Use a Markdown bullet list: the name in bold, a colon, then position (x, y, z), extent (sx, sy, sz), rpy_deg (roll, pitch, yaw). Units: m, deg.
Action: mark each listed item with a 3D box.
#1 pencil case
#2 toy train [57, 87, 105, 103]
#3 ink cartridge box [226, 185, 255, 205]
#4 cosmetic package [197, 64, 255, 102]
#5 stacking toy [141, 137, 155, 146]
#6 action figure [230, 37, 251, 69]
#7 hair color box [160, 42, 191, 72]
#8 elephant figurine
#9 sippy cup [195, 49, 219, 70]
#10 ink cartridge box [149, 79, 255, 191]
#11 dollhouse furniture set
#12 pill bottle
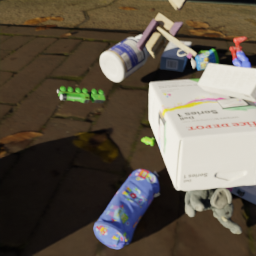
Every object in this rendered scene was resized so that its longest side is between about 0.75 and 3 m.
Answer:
- **pencil case**: position (0.055, 1.735, 6.200), extent (0.826, 0.742, 1.901), rpy_deg (27, 44, 16)
- **toy train**: position (-1.104, -0.765, 6.712), extent (1.171, 0.244, 0.330), rpy_deg (1, 63, -27)
- **ink cartridge box**: position (3.247, 1.429, 6.918), extent (1.755, 0.368, 1.047), rpy_deg (22, 43, 31)
- **cosmetic package**: position (2.070, -0.932, 5.636), extent (0.329, 0.536, 1.298), rpy_deg (28, 0, -37)
- **stacking toy**: position (1.393, 0.145, 8.310), extent (1.667, 0.392, 1.257), rpy_deg (11, 35, 39)
- **action figure**: position (3.058, -1.285, 6.671), extent (0.904, 0.596, 1.826), rpy_deg (-3, 69, 4)
- **hair color box**: position (2.227, -3.364, 12.975), extent (1.043, 0.639, 2.108), rpy_deg (11, 40, 14)
- **elephant figurine**: position (1.875, 1.589, 6.008), extent (1.198, 0.930, 0.848), rpy_deg (9, 30, 2)
- **sippy cup**: position (3.409, -2.914, 12.291), extent (0.840, 0.900, 1.146), rpy_deg (-13, 14, 0)
- **ink cartridge box**: position (1.721, -0.065, 6.225), extent (2.070, 1.200, 2.858), rpy_deg (-5, 29, -5)
- **dollhouse furniture set**: position (1.602, -2.704, 8.736), extent (1.727, 1.928, 2.433), rpy_deg (36, 10, 2)
- **pill bottle**: position (0.014, -2.744, 10.773), extent (1.211, 1.211, 2.023), rpy_deg (27, 53, 31)
